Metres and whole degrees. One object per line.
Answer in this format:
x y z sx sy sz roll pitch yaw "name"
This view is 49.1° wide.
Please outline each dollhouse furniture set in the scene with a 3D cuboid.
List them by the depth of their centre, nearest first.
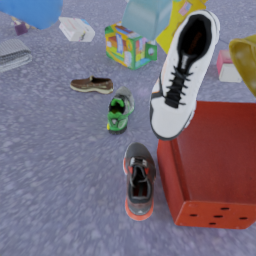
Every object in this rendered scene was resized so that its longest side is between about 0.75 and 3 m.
-4.997 -5.196 12.774 1.135 1.432 1.017 -36 50 -28 "dollhouse furniture set"

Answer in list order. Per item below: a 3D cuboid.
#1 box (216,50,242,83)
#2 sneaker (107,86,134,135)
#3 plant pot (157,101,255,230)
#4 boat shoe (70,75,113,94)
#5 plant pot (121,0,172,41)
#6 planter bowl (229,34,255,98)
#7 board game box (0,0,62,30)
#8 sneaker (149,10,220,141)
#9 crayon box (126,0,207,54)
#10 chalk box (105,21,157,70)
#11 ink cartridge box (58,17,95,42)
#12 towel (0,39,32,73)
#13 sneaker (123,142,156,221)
3.759 -2.287 10.325 0.756 0.644 1.182 4 45 4 "box"
-0.200 -0.698 8.607 0.734 0.802 1.882 4 44 4 "sneaker"
1.853 0.943 6.073 2.317 2.315 2.042 2 56 2 "plant pot"
-1.258 -1.584 9.670 1.528 0.565 0.564 5 45 5 "boat shoe"
0.450 -2.566 5.968 0.849 0.865 0.847 31 58 10 "plant pot"
3.202 -0.920 5.154 1.135 2.726 2.726 -39 48 10 "planter bowl"
-2.965 -3.597 7.253 2.551 0.497 2.015 16 66 -39 "board game box"
0.675 -0.672 3.772 0.687 1.862 0.745 18 17 12 "sneaker"
1.051 -3.610 8.001 0.671 1.678 2.643 -12 64 -44 "crayon box"
0.243 -3.153 10.773 2.023 1.263 1.254 34 54 31 "chalk box"
-1.826 -3.357 9.583 1.240 0.421 0.714 -19 67 -50 "ink cartridge box"
-4.694 -2.885 10.931 1.532 0.655 1.268 -27 50 -25 "towel"
0.316 1.052 6.754 0.840 0.893 2.181 -2 45 -2 "sneaker"
